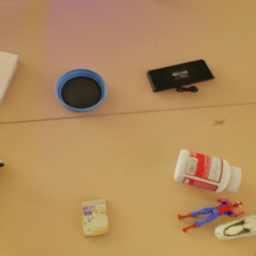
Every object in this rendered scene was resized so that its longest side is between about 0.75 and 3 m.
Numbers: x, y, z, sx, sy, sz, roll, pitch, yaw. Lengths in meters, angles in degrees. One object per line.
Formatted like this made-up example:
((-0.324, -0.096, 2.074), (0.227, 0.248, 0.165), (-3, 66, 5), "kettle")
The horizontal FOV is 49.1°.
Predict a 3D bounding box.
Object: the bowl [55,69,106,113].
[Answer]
((-1.890, -1.497, 11.341), (2.017, 0.396, 2.017), (3, 62, -5), "bowl")

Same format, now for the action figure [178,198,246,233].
((2.811, 2.725, 9.053), (2.202, 1.090, 0.719), (-15, 65, -10), "action figure")

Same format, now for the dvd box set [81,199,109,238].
((-1.109, 3.008, 9.375), (0.835, 0.168, 1.141), (-8, 64, -4), "dvd box set")

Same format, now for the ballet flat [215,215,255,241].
((3.678, 3.252, 9.039), (1.748, 0.627, 0.627), (-15, 65, -8), "ballet flat")

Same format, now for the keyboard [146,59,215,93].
((2.243, -2.015, 11.752), (2.654, 0.340, 1.594), (-14, 58, -6), "keyboard")

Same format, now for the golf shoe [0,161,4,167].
((-5.181, 1.869, 9.592), (0.980, 0.773, 2.129), (21, 66, 10), "golf shoe")

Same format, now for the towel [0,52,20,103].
((-6.104, -2.191, 11.782), (2.431, 0.410, 2.546), (10, 65, 4), "towel")

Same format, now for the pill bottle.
((2.687, 1.520, 9.554), (2.028, 1.138, 1.138), (15, 65, 7), "pill bottle")
